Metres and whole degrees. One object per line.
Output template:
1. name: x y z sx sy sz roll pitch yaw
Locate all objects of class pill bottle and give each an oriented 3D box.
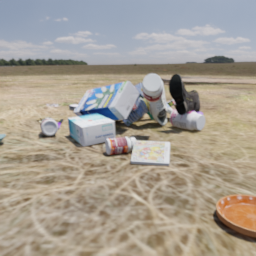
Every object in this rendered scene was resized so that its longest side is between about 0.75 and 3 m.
1. pill bottle: 2.537 -0.337 12.010 0.778 0.778 1.373 -13 19 -41
2. pill bottle: 0.875 -1.429 10.078 0.755 0.755 1.322 2 -9 6
3. pill bottle: -0.232 0.563 8.987 0.934 0.512 0.512 -5 15 -18
4. pill bottle: -3.175 -0.069 11.181 0.641 0.641 1.107 -5 9 -20

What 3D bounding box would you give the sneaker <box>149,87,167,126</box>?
1. sneaker: 1.314 -1.186 12.224 0.911 2.384 0.960 -20 43 1

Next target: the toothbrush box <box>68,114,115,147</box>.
1. toothbrush box: -1.403 0.033 10.531 1.267 0.738 1.731 -11 18 -25

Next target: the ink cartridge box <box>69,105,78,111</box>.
1. ink cartridge box: -2.644 -1.220 16.548 1.076 0.378 1.324 11 22 39

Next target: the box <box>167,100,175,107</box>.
1. box: 1.910 -1.094 14.150 1.442 0.250 0.794 -29 2 45

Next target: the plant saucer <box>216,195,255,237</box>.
1. plant saucer: 2.344 1.657 5.261 1.338 0.216 1.338 1 15 0

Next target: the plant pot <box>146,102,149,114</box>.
1. plant pot: 1.376 -1.167 15.605 0.921 0.654 0.921 0 13 0

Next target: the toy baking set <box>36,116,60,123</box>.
1. toy baking set: -3.851 -0.390 13.513 1.063 0.161 1.385 9 17 33

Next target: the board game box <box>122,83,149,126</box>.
1. board game box: 0.216 -1.164 12.517 0.490 1.589 1.590 29 30 -51

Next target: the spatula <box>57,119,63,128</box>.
1. spatula: -3.186 -0.198 12.719 0.466 0.169 1.648 -6 12 1

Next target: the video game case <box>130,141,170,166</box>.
1. video game case: 0.684 0.740 8.400 1.106 0.127 1.007 2 34 8

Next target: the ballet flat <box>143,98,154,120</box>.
1. ballet flat: 0.918 -1.148 13.601 0.607 1.717 0.607 -30 28 18

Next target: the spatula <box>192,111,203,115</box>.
1. spatula: 3.382 -0.734 14.219 0.575 0.209 2.034 30 16 17

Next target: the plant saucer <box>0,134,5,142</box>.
1. plant saucer: -4.785 0.465 9.867 0.952 0.183 0.952 -10 15 3

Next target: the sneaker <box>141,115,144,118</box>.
1. sneaker: 0.439 -1.007 15.039 1.271 0.895 2.392 31 10 13

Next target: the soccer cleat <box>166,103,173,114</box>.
1. soccer cleat: 1.869 -0.846 13.387 0.454 1.051 0.367 -35 -12 -29

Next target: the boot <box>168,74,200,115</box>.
1. boot: 2.449 -1.410 11.780 0.632 1.827 1.590 -6 10 41

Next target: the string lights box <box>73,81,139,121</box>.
1. string lights box: -0.995 -1.051 12.179 2.798 0.825 1.438 -4 50 44
